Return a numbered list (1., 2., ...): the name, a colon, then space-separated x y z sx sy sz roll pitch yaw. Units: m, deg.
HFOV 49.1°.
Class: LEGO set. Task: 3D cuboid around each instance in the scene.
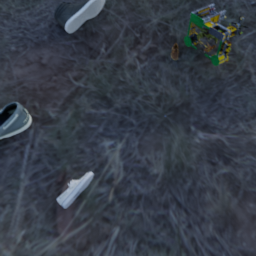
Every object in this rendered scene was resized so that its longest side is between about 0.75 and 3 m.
1. LEGO set: 3.226 -3.453 10.240 1.299 1.724 2.242 -28 48 -20

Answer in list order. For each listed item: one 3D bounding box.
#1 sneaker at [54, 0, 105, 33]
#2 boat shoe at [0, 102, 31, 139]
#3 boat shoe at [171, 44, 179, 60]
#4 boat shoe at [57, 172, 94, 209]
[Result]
1. sneaker: -2.081 -5.041 11.703 1.192 0.850 2.404 38 70 15
2. boat shoe: -4.458 0.076 8.548 2.886 0.891 1.051 -28 63 -16
3. boat shoe: 1.803 -2.927 10.753 0.276 0.259 0.768 7 58 -1
4. boat shoe: -1.501 1.659 7.877 0.429 0.436 1.229 36 72 17
